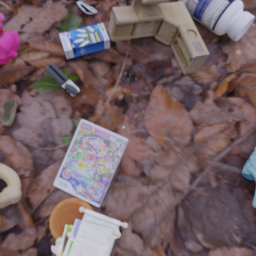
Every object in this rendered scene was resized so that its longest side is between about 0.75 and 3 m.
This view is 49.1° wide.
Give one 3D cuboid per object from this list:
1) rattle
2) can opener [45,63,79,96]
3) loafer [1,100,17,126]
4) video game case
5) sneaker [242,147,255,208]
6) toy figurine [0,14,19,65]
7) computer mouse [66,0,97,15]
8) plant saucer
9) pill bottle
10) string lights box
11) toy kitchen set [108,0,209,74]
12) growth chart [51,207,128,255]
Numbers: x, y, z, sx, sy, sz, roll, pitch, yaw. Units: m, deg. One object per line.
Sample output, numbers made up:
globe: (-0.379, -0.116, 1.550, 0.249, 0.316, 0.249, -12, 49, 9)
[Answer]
rattle: (-4.218, 1.718, 8.098, 2.614, 1.867, 1.702, 35, 45, 30)
can opener: (-2.082, -1.563, 8.994, 1.308, 0.437, 0.349, 45, 70, -9)
loafer: (-3.787, -0.473, 8.901, 0.382, 0.345, 1.011, 4, 54, -4)
video game case: (-1.085, 1.004, 8.099, 1.511, 0.190, 2.110, 23, 91, 8)
sneaker: (3.840, 0.940, 8.057, 1.175, 1.060, 2.869, -10, 52, 26)
toy figurine: (-4.680, -2.886, 8.614, 2.476, 2.019, 2.690, -4, 89, -18)
computer mouse: (-1.688, -4.453, 10.265, 1.199, 0.658, 0.263, 36, 119, 7)
plant saucer: (-1.576, 2.614, 7.847, 1.290, 0.241, 1.290, 0, 71, 1)
pill bottle: (3.065, -3.986, 9.558, 2.260, 1.255, 1.255, 42, 76, 14)
string lights box: (-1.488, -2.997, 9.676, 1.565, 0.461, 0.804, -18, 68, -10)
toy kitchen set: (1.022, -3.041, 8.609, 2.530, 2.064, 2.282, -13, 71, -18)
growth chart: (-1.202, 3.303, 7.491, 1.642, 0.201, 2.269, 25, 76, 3)
